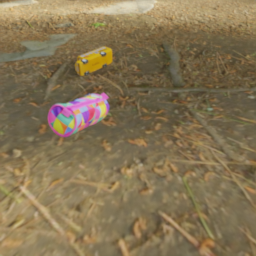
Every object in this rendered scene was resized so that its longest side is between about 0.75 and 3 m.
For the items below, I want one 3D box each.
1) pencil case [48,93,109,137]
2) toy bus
[{"bbox_3d":[-1.424,-0.476,8.550,1.030,1.030,2.330,13,21,16],"label":"pencil case"},{"bbox_3d":[-1.905,-3.661,15.267,0.949,0.789,2.424,30,47,33],"label":"toy bus"}]
